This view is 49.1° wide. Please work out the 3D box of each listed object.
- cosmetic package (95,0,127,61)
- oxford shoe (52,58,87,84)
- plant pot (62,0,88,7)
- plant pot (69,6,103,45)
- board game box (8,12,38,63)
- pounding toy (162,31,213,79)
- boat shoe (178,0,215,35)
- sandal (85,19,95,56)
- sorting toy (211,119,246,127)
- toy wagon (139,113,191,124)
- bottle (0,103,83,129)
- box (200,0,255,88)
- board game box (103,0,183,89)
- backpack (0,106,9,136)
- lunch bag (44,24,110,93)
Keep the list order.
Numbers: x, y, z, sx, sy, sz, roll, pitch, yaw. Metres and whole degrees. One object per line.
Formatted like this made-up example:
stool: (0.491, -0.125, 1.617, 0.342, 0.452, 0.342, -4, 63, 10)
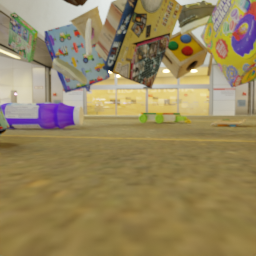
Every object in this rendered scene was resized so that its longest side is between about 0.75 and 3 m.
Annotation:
cosmetic package: (-0.248, -2.930, 8.726, 0.829, 0.982, 1.900, -36, -13, -34)
oxford shoe: (-1.987, -1.862, 9.493, 1.311, 0.379, 0.493, 31, 31, -20)
plant pot: (-0.935, -3.498, 5.486, 1.738, 1.721, 1.738, 34, -4, 3)
plant pot: (-1.275, -3.425, 9.571, 1.110, 1.016, 1.110, -23, 24, 11)
board game box: (-4.205, -3.534, 11.127, 0.250, 1.153, 1.714, -53, 3, -36)
pounding toy: (2.555, -2.864, 10.661, 2.170, 1.907, 0.993, -30, -22, -12)
boat shoe: (2.250, -3.520, 8.595, 0.882, 0.738, 2.469, -19, 12, 46)
sandal: (-1.106, -2.658, 8.272, 0.259, 1.053, 0.428, 0, 6, -27)
sorting toy: (3.459, -0.166, 9.544, 1.013, 0.202, 1.371, -4, 4, 28)
toy wagon: (1.665, -0.456, 12.446, 2.324, 0.460, 1.803, 2, 4, 35)
bottle: (-2.391, -0.340, 7.796, 2.237, 0.730, 0.934, 0, 2, 6)
box: (3.372, -2.512, 5.782, 2.595, 1.644, 2.695, -18, -21, -14)
board game box: (0.373, -2.085, 6.392, 1.408, 2.078, 0.359, 13, 10, -47)
backpack: (-2.542, -0.329, 3.612, 1.789, 1.203, 1.633, 1, 2, -1)
lunch bag: (-2.046, -2.842, 11.697, 2.029, 2.695, 1.268, -21, 7, -15)
